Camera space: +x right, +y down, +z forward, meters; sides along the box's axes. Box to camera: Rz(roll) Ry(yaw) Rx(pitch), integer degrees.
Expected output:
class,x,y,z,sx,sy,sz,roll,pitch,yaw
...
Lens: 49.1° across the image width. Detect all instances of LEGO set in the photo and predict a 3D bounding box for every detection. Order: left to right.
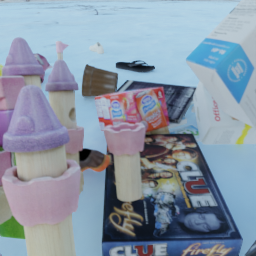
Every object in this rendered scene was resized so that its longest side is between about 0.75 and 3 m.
class,x,y,z,sx,sy,sz,roll,pitch,yaw
LEGO set,1.868,-0.610,7.604,2.938,0.721,2.195,-15,36,-27

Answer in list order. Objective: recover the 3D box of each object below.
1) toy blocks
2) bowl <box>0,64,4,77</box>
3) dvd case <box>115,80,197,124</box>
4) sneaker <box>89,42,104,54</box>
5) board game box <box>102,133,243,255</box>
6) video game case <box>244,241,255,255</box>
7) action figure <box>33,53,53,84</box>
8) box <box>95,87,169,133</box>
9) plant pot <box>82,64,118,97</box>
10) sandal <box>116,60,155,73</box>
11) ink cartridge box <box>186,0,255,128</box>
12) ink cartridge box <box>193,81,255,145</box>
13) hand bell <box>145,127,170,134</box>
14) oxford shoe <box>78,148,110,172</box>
class,x,y,z,sx,sy,sz,roll,pitch,yaw
toy blocks,-1.388,0.072,3.331,2.732,2.299,2.553,-1,10,19
bowl,-4.018,-1.151,6.910,2.666,1.434,2.666,-3,24,1
dvd case,0.592,-0.778,7.686,2.222,0.177,1.652,11,41,25
sneaker,-1.562,-4.066,14.024,0.421,0.495,1.119,-22,36,-32
board game box,0.526,0.983,4.870,1.857,0.474,2.741,-1,29,-2
video game case,2.626,0.450,3.185,2.430,2.689,0.343,-13,52,-47
action figure,-3.394,-1.960,10.141,1.149,1.277,1.715,-31,50,6
box,0.030,-0.388,6.259,0.819,0.856,1.716,-16,11,-31
plant pot,-0.861,-1.428,8.821,1.011,1.021,1.021,8,29,-1
sandal,0.255,-2.565,11.434,1.687,0.361,0.641,11,31,19
ink cartridge box,2.648,-1.618,5.092,2.817,1.631,0.939,-46,30,2
ink cartridge box,2.647,-0.416,6.465,1.982,0.827,1.439,-1,59,0
hand bell,0.268,0.210,6.382,1.228,0.639,0.639,-19,32,-10
oxford shoe,-0.858,0.543,5.223,1.213,0.440,0.432,-11,49,47
